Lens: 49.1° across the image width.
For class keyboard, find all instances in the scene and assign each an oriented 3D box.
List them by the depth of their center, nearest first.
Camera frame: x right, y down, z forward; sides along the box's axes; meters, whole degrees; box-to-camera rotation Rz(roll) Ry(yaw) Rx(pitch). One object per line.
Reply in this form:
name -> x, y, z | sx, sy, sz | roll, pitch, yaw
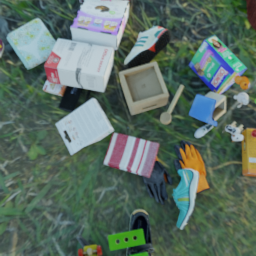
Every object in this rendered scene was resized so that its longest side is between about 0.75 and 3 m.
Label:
keyboard -> -1.979, -1.439, 11.279 | 1.156, 0.187, 1.819 | 16, 75, 11

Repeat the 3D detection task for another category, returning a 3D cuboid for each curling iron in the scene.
curling iron -> -0.777, 4.703, 9.168 | 0.368, 0.713, 2.877 | -42, 71, 7

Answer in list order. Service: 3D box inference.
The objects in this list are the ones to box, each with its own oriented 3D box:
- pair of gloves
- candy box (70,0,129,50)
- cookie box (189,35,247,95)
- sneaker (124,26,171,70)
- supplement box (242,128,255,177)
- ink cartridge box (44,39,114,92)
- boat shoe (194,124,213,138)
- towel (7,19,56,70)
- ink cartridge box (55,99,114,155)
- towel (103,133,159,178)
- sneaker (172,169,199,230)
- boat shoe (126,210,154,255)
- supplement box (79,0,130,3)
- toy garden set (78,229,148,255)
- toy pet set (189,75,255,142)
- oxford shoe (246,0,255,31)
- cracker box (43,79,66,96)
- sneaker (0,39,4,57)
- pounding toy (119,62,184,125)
pair of gloves -> 1.669, 1.590, 10.301 | 2.342, 0.290, 2.086 | -15, 74, -4
candy box -> -1.103, -4.426, 11.598 | 1.887, 0.805, 2.249 | 12, 59, 4
cookie box -> 3.391, -2.368, 10.807 | 0.664, 1.511, 1.766 | -32, 75, -26
sneaker -> 0.633, -3.350, 11.651 | 2.349, 0.827, 1.098 | -42, 52, -4
supplement box -> 4.572, 0.904, 10.361 | 0.585, 0.566, 1.702 | 3, 74, 1
ink cartridge box -> -1.842, -2.448, 10.966 | 2.283, 0.946, 1.676 | 11, 56, 4
boat shoe -> 2.915, 0.063, 10.761 | 0.847, 0.283, 0.312 | -37, 77, -11
towel -> -3.975, -3.546, 11.770 | 1.647, 0.463, 1.924 | -33, 76, -9
ink cartridge box -> -1.684, -0.025, 10.779 | 1.855, 0.465, 1.493 | -34, 72, 11
towel -> 0.102, 0.975, 10.399 | 1.838, 0.209, 1.324 | 14, 74, 12
sneaker -> 1.942, 2.464, 9.814 | 0.829, 0.806, 2.081 | 9, 74, 15
boat shoe -> 0.399, 3.985, 9.328 | 0.903, 0.753, 2.419 | 1, 75, -1
supplement box -> -1.056, -5.885, 12.096 | 2.206, 1.200, 0.672 | 11, 73, 4
toy garden set -> -0.334, 4.718, 8.794 | 2.152, 0.515, 2.582 | -11, 73, -2
toy pet set -> 3.388, -0.584, 9.862 | 1.248, 2.350, 2.194 | -36, 42, -26
oxford shoe -> 5.742, -5.422, 12.045 | 1.111, 1.047, 2.972 | -5, 73, -4
cracker box -> -2.953, -1.646, 11.309 | 0.808, 0.233, 0.541 | 15, 74, 5
sneaker -> -5.576, -3.184, 11.539 | 0.529, 0.636, 1.412 | 2, 73, 9
pounding toy -> 1.024, -1.145, 10.676 | 2.107, 1.097, 2.398 | -17, 74, -3
